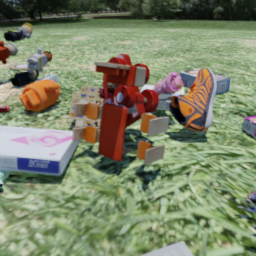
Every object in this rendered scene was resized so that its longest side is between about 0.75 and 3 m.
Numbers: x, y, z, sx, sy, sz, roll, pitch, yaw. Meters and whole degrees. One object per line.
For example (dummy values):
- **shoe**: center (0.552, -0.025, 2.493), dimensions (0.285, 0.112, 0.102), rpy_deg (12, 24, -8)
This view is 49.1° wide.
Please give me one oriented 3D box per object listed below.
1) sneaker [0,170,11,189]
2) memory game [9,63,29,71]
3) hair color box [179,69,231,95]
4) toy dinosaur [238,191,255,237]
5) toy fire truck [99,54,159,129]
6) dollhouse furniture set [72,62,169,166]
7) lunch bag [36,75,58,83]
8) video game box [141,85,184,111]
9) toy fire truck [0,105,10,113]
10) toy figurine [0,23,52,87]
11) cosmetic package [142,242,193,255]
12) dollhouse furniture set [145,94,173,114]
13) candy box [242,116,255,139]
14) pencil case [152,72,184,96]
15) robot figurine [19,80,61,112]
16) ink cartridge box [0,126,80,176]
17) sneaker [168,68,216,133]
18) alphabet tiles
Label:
- **sneaker**: center (-3.460, 1.450, 7.662), dimensions (0.518, 0.323, 0.879), rpy_deg (8, 35, 30)
- **memory game**: center (-7.635, -4.480, 20.519), dimensions (2.043, 0.130, 2.043), rpy_deg (0, 25, 0)
- **hair color box**: center (4.230, -2.610, 15.743), dimensions (1.309, 0.802, 2.645), rpy_deg (-16, 29, -30)
- **toy dinosaur**: center (3.193, 2.047, 6.283), dimensions (1.097, 2.089, 1.896), rpy_deg (-24, -13, 25)
- **toy fire truck**: center (-0.278, -1.167, 9.774), dimensions (1.409, 2.514, 2.111), rpy_deg (1, -25, -43)
- **dollhouse furniture set**: center (-0.384, -0.425, 7.913), dimensions (2.756, 2.726, 1.420), rpy_deg (15, 15, 32)
- **lunch bag**: center (-4.702, -2.737, 16.329), dimensions (0.975, 0.469, 1.216), rpy_deg (-8, 20, 17)
- **video game box**: center (1.636, -1.505, 13.713), dimensions (2.119, 0.544, 2.326), rpy_deg (3, 25, 12)
- **toy fire truck**: center (-5.856, -0.934, 12.823), dimensions (1.060, 0.258, 0.747), rpy_deg (1, 25, 3)
- **toy figurine**: center (-6.046, -4.154, 16.162), dimensions (2.863, 2.908, 2.023), rpy_deg (-34, 12, 33)
- **cosmetic package**: center (0.384, 2.671, 4.618), dimensions (1.732, 0.781, 0.925), rpy_deg (-12, 27, -17)
- **dollhouse furniture set**: center (1.109, -0.897, 10.474), dimensions (1.141, 0.745, 1.078), rpy_deg (0, 5, 23)
- **candy box**: center (5.261, 0.148, 10.155), dimensions (1.259, 0.563, 1.846), rpy_deg (-7, 26, -15)
- **pencil case**: center (1.596, -1.690, 11.571), dimensions (0.796, 0.761, 1.839), rpy_deg (-45, 5, -15)
- **robot figurine**: center (-3.987, -1.532, 12.938), dimensions (1.247, 1.538, 2.138), rpy_deg (28, 31, 9)
- **ink cartridge box**: center (-3.180, 0.468, 8.962), dimensions (2.880, 0.635, 2.934), rpy_deg (5, 21, 1)
- **sneaker**: center (2.322, -1.196, 10.189), dimensions (1.461, 1.012, 2.608), rpy_deg (15, 65, -14)
- **alphabet tiles**: center (-1.497, -0.836, 11.046), dimensions (1.545, 0.059, 1.857), rpy_deg (4, 64, 0)
